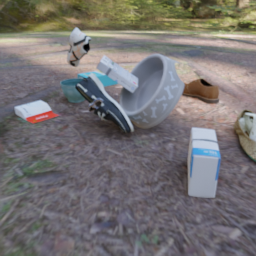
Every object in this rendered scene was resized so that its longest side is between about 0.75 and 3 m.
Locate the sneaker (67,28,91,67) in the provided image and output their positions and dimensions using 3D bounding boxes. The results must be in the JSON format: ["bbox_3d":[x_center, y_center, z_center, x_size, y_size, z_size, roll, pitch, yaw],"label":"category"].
[{"bbox_3d":[-1.996,-3.084,11.389,0.782,1.955,0.721,28,61,0],"label":"sneaker"}]

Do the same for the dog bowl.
[{"bbox_3d":[0.763,-1.466,10.595,0.858,2.927,2.927,28,9,-32],"label":"dog bowl"}]

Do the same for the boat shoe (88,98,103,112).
[{"bbox_3d":[-1.107,-0.756,9.603,0.271,0.750,0.272,27,55,-26],"label":"boat shoe"}]

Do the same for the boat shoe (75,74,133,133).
[{"bbox_3d":[-0.904,-0.761,10.337,0.872,1.093,2.890,-35,63,-12],"label":"boat shoe"}]

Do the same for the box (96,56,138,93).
[{"bbox_3d":[-0.377,-2.056,10.615,1.629,0.335,1.270,31,22,-12],"label":"box"}]

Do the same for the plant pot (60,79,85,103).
[{"bbox_3d":[-2.572,-1.803,13.775,1.411,0.945,1.411,-1,25,0],"label":"plant pot"}]

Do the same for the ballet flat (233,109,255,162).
[{"bbox_3d":[4.241,0.158,9.412,1.053,0.975,2.988,0,25,1],"label":"ballet flat"}]

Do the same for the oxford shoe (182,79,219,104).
[{"bbox_3d":[3.497,-2.103,14.387,1.030,1.030,2.889,-19,29,-33],"label":"oxford shoe"}]

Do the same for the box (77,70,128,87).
[{"bbox_3d":[-1.440,-2.953,16.594,2.874,0.706,1.182,-18,30,-34],"label":"box"}]

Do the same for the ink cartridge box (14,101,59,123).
[{"bbox_3d":[-3.938,-0.707,12.052,1.260,0.372,1.575,-22,31,-40],"label":"ink cartridge box"}]

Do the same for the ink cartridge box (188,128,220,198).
[{"bbox_3d":[1.983,0.878,7.531,0.706,1.204,1.644,5,25,11],"label":"ink cartridge box"}]
